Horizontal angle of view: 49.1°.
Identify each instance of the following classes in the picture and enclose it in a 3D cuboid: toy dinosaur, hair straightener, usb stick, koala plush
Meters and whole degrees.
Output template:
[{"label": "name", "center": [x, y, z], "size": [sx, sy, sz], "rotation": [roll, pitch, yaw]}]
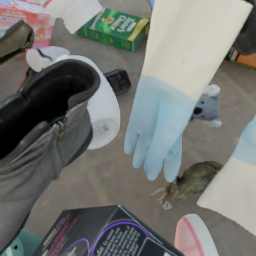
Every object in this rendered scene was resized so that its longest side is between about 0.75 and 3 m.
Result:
[{"label": "toy dinosaur", "center": [1.714, 1.015, 5.970], "size": [2.306, 0.888, 1.179], "rotation": [-18, 20, -29]}, {"label": "hair straightener", "center": [-2.775, -1.435, 8.022], "size": [0.688, 0.366, 1.788], "rotation": [-11, 41, 32]}, {"label": "usb stick", "center": [-1.141, -0.921, 7.644], "size": [2.574, 0.714, 0.420], "rotation": [-24, 12, -17]}, {"label": "koala plush", "center": [1.205, -0.389, 5.171], "size": [1.020, 0.905, 0.937], "rotation": [-4, 12, 26]}]

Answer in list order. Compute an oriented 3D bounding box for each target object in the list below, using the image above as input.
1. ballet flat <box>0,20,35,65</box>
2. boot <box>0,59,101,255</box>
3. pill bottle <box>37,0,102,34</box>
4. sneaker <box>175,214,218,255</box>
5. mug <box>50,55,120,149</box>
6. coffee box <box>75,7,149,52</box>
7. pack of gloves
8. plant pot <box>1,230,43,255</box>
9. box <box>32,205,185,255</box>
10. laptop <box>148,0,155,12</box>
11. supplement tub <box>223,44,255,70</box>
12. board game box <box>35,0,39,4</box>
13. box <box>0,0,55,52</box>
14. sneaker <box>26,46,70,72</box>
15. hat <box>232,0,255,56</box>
[{"label": "ballet flat", "center": [-2.814, -1.300, 5.741], "size": [0.834, 0.574, 2.475], "rotation": [-8, 40, 55]}, {"label": "boot", "center": [-1.212, 0.429, 2.652], "size": [0.833, 1.571, 2.386], "rotation": [35, 72, 3]}, {"label": "pill bottle", "center": [-1.125, -2.291, 4.244], "size": [0.860, 1.582, 0.860], "rotation": [-33, 22, 16]}, {"label": "sneaker", "center": [0.691, 2.838, 4.228], "size": [1.507, 1.085, 2.883], "rotation": [-4, 70, -2]}, {"label": "mug", "center": [-0.811, -0.498, 4.757], "size": [1.199, 1.623, 1.423], "rotation": [-26, 55, -11]}, {"label": "coffee box", "center": [-0.539, -3.483, 9.668], "size": [2.273, 0.500, 1.397], "rotation": [23, 56, 16]}, {"label": "pack of gloves", "center": [1.052, 0.109, 3.435], "size": [2.485, 2.958, 0.584], "rotation": [28, 42, 18]}, {"label": "plant pot", "center": [-2.046, 2.374, 4.531], "size": [1.661, 1.561, 1.661], "rotation": [0, 53, 1]}, {"label": "box", "center": [-0.405, 1.680, 2.988], "size": [1.108, 2.090, 1.277], "rotation": [40, 61, -10]}, {"label": "laptop", "center": [1.842, -3.924, 9.380], "size": [2.612, 1.514, 2.445], "rotation": [-5, 53, -4]}, {"label": "supplement tub", "center": [3.594, -2.665, 8.272], "size": [2.703, 1.656, 1.656], "rotation": [22, 56, 11]}, {"label": "board game box", "center": [-4.005, -4.233, 10.263], "size": [1.724, 0.489, 1.425], "rotation": [28, 60, 20]}, {"label": "box", "center": [-3.728, -3.119, 8.233], "size": [1.376, 1.270, 2.682], "rotation": [42, 34, 27]}, {"label": "sneaker", "center": [-1.937, -1.745, 8.170], "size": [1.866, 0.701, 1.073], "rotation": [39, 42, 5]}, {"label": "hat", "center": [1.799, -2.273, 5.424], "size": [0.807, 2.001, 2.001], "rotation": [-13, 37, 46]}]
